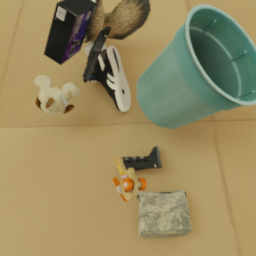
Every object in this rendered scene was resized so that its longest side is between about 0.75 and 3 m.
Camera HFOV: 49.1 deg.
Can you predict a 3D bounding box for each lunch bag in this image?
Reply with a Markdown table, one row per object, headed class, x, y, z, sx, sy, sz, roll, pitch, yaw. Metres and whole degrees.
| class | x | y | z | sx | sy | sz | roll | pitch | yaw |
| --- | --- | --- | --- | --- | --- | --- | --- | --- | --- |
| lunch bag | 0.992 | 2.372 | 7.852 | 1.471 | 1.025 | 1.234 | -2 | 62 | -1 |

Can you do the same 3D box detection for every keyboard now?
| class | x | y | z | sx | sy | sz | roll | pitch | yaw |
| --- | --- | --- | --- | --- | --- | --- | --- | --- | --- |
| keyboard | -0.857 | -2.317 | 7.973 | 0.297 | 1.389 | 2.314 | 24 | 31 | -13 |

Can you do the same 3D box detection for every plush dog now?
| class | x | y | z | sx | sy | sz | roll | pitch | yaw |
| --- | --- | --- | --- | --- | --- | --- | --- | --- | --- |
| plush dog | -2.215 | -0.772 | 8.398 | 1.357 | 1.166 | 1.089 | 15 | 60 | -6 |

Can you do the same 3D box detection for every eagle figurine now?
| class | x | y | z | sx | sy | sz | roll | pitch | yaw |
| --- | --- | --- | --- | --- | --- | --- | --- | --- | --- |
| eagle figurine | -0.876 | -3.870 | 10.114 | 2.904 | 2.192 | 2.204 | 18 | 75 | 53 |

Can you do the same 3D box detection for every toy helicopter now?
| class | x | y | z | sx | sy | sz | roll | pitch | yaw |
| --- | --- | --- | --- | --- | --- | --- | --- | --- | --- |
| toy helicopter | -0.090 | 1.128 | 6.310 | 0.458 | 0.769 | 1.162 | 5 | 38 | -30 |

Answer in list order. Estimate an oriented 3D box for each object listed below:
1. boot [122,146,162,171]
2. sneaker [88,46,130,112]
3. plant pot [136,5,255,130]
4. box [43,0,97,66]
| class | x | y | z | sx | sy | sz | roll | pitch | yaw |
| --- | --- | --- | --- | --- | --- | --- | --- | --- | --- |
| boot | 0.351 | 0.980 | 8.817 | 1.316 | 0.432 | 1.085 | -10 | 21 | 5 |
| sneaker | -0.783 | -1.617 | 10.234 | 1.345 | 0.879 | 2.405 | -15 | 82 | 26 |
| plant pot | 1.690 | -1.283 | 7.492 | 2.655 | 2.600 | 2.655 | 14 | 62 | -28 |
| box | -1.711 | -2.886 | 8.233 | 0.682 | 1.731 | 1.221 | 32 | 44 | -2 |
